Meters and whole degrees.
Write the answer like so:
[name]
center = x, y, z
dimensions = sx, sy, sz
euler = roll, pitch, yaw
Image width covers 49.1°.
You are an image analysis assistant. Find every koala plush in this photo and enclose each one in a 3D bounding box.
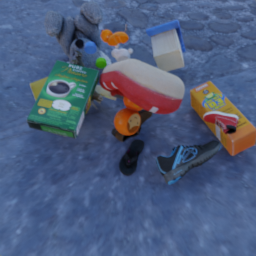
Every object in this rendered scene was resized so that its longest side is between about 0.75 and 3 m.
[koala plush]
center = -1.763, -3.072, 11.038
dimensions = 2.285, 2.368, 2.576
euler = -18, 67, -5

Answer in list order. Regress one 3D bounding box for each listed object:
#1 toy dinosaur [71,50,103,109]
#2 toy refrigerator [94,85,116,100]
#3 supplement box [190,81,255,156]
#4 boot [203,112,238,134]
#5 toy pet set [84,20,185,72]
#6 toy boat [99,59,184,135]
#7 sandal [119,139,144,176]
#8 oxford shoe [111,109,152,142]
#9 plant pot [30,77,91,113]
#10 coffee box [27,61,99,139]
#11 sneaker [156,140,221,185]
[toy dinosaur]
center = -1.685, -1.771, 9.581
dimensions = 0.885, 1.176, 2.299
euler = -17, 58, -28
[toy refrigerator]
center = -0.754, -1.185, 9.439
dimensions = 0.918, 0.348, 0.321
euler = 22, 87, 47
[supplement box]
center = 2.837, -0.368, 8.649
dimensions = 0.817, 0.845, 2.457
euler = -27, 47, -1
[boot]
center = 2.499, -0.112, 7.691
dimensions = 0.939, 0.340, 0.677
euler = 8, 42, 23
[toy pet set]
center = 0.383, -2.612, 8.992
dimensions = 2.657, 2.846, 1.511
euler = -13, 62, 16
[toy boat]
center = 0.178, -0.706, 7.616
dimensions = 1.882, 1.886, 2.885
euler = 17, 1, -21
[sandal]
center = 0.093, 0.768, 7.990
dimensions = 0.508, 0.323, 1.351
euler = 13, 46, 13
[oxford shoe]
center = 0.247, -0.043, 8.639
dimensions = 1.457, 0.529, 0.615
euler = -38, 56, -13
[plant pot]
center = -1.961, -0.863, 8.643
dimensions = 1.369, 1.338, 1.329
euler = -28, 55, -4
[coffee box]
center = -1.672, -0.813, 7.550
dimensions = 1.306, 0.467, 2.124
euler = 13, 59, 2
[sneaker]
center = 1.649, 0.710, 7.493
dimensions = 1.955, 0.716, 0.801
euler = -25, 69, -22
